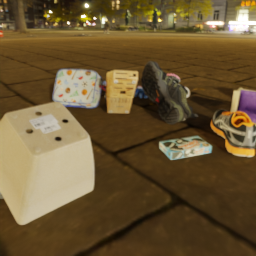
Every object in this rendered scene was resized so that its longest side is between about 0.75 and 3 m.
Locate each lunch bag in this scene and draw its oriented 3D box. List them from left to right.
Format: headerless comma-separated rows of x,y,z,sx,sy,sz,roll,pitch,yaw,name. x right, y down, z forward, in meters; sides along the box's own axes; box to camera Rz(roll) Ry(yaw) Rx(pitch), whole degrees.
-2.248,-1.670,12.254,2.127,1.705,0.804,6,-7,16,lunch bag

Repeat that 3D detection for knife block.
-0.427,-1.981,11.728,0.926,2.895,2.542,0,53,-11,knife block

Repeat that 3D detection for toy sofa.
5.201,-0.666,10.278,2.686,1.112,1.311,15,24,29,toy sofa

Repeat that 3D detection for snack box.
1.723,0.588,8.485,1.359,0.252,0.789,-8,24,-18,snack box

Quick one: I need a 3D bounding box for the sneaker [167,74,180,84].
1.868,-2.452,15.291,1.886,0.745,0.899,3,62,6,sneaker

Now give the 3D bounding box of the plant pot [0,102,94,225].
-1.804,0.542,6.008,1.857,1.646,1.859,-20,55,-39,plant pot

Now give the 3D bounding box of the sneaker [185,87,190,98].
1.862,-1.770,13.443,1.082,0.699,1.995,-16,25,-33,sneaker

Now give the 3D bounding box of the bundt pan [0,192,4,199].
-2.554,0.880,7.119,2.090,0.784,2.090,1,22,0,bundt pan

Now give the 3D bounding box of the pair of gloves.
0.004,-1.892,13.974,2.807,0.320,2.256,13,18,5,pair of gloves

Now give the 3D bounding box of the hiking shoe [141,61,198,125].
1.595,-1.431,11.218,1.480,1.114,2.941,-6,61,-35,hiking shoe

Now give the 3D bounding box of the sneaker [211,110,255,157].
3.450,-0.103,9.027,1.037,1.023,2.650,1,25,-3,sneaker
